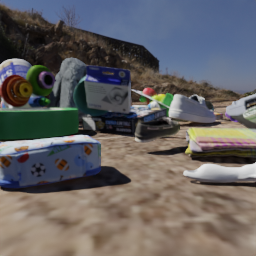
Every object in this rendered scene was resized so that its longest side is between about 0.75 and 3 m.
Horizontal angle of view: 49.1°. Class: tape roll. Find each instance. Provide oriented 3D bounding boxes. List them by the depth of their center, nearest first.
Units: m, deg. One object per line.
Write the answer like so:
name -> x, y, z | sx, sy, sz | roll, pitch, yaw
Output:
tape roll -> -2.494, -0.171, 6.873 | 2.510, 0.603, 2.510 | 0, 6, 0

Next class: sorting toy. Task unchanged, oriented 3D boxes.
sorting toy -> -2.676, -1.139, 8.101 | 0.782, 1.145, 1.906 | 2, 28, 37

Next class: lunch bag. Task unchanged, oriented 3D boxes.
lunch bag -> -0.875, 0.330, 3.175 | 1.151, 0.435, 0.922 | -4, 5, -22

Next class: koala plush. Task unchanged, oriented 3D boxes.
koala plush -> -1.401, -1.228, 10.539 | 2.525, 2.320, 2.239 | 11, -3, -35

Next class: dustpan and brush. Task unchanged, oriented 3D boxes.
dustpan and brush -> 1.511, 0.395, 2.801 | 1.834, 0.525, 1.280 | 8, 3, 9

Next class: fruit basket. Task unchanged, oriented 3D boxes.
fruit basket -> 1.073, -1.043, 11.075 | 2.013, 0.944, 1.865 | 21, 10, 13

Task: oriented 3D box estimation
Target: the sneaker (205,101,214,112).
sneaker -> 3.308, -0.995, 14.420 | 2.179, 0.846, 0.940 | 11, -1, 26

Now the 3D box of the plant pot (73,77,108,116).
plant pot -> -0.861, -0.942, 7.341 | 1.032, 1.032, 0.828 | 0, 27, -2

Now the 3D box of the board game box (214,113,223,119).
board game box -> 3.273, -0.478, 11.434 | 0.950, 0.220, 0.720 | -4, 8, -36

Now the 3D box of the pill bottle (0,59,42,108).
pill bottle -> -3.735, -1.282, 9.767 | 1.337, 1.337, 2.233 | -4, 44, -31

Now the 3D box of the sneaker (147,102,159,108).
sneaker -> 0.691, -0.545, 10.372 | 0.632, 0.456, 1.204 | -33, -5, -28

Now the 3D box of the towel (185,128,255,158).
towel -> 2.216, 0.252, 4.540 | 2.587, 0.295, 1.858 | 2, 6, 9

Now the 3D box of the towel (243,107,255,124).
towel -> 3.050, -0.215, 5.223 | 1.441, 0.221, 1.075 | 16, -23, -26

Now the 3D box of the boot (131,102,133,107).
boot -> -0.124, -1.222, 11.748 | 0.538, 1.571, 1.479 | -6, -13, -22

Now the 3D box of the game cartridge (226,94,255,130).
game cartridge -> 3.374, -0.411, 5.704 | 1.464, 0.450, 2.200 | 18, -26, -39

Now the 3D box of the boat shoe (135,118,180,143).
boat shoe -> 0.539, -0.027, 4.700 | 0.361, 0.308, 1.080 | 20, 26, 41

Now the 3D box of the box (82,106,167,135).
box -> -0.074, -0.263, 7.679 | 1.693, 0.424, 1.706 | 7, 18, 35

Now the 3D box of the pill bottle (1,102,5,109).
pill bottle -> -4.791, -0.955, 12.382 | 1.718, 0.964, 0.964 | 5, 8, 40

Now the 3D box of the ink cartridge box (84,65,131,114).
ink cartridge box -> -0.468, -0.867, 6.460 | 1.069, 1.072, 0.218 | 8, 40, 12

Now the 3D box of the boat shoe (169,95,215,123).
boat shoe -> 2.245, -0.679, 9.501 | 2.571, 0.881, 0.926 | 3, 8, -44

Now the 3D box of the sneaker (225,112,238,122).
sneaker -> 3.888, -0.496, 10.184 | 0.602, 0.581, 1.442 | -6, 7, -5
